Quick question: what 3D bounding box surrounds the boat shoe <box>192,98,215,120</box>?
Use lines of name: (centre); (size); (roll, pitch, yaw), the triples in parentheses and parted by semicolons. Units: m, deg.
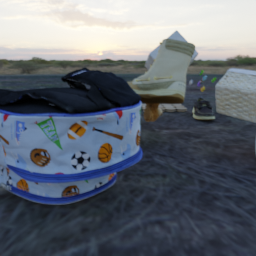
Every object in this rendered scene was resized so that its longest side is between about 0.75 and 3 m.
boat shoe: (2.987, -0.784, 11.306); (0.797, 0.706, 2.178); (0, 14, 2)

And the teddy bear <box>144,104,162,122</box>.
teddy bear: (0.880, -0.998, 9.129); (0.547, 1.637, 1.187); (7, -24, -23)

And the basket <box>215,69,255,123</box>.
basket: (2.954, -0.783, 6.903); (1.423, 0.965, 0.878); (20, 47, 41)

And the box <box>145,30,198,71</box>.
box: (1.451, -2.350, 9.715); (1.309, 1.127, 1.316); (-42, -1, -7)

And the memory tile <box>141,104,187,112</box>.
memory tile: (1.637, -0.934, 13.100); (1.999, 0.168, 1.532); (0, 14, -4)

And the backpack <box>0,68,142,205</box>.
backpack: (-1.089, 0.101, 4.799); (2.602, 2.104, 2.732); (3, 18, 43)

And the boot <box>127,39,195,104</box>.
boot: (0.707, -1.572, 7.795); (2.188, 1.701, 0.796); (8, -12, 40)

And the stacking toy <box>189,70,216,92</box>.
stacking toy: (2.663, -1.693, 10.080); (0.617, 0.819, 0.192); (24, 51, -15)
